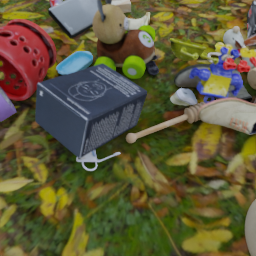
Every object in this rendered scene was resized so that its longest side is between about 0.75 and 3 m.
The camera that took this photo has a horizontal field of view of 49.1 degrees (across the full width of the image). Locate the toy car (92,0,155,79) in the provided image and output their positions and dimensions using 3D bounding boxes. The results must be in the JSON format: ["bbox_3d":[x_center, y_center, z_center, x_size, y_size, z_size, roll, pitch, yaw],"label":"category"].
[{"bbox_3d":[-0.319,-3.319,9.262,2.092,2.651,2.178,3,53,20],"label":"toy car"}]

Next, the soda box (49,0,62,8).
[{"bbox_3d":[-3.040,-5.223,12.127,0.491,0.445,1.403,-17,55,-13],"label":"soda box"}]

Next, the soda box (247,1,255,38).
[{"bbox_3d":[5.231,-4.267,11.292,0.616,0.689,1.947,12,55,6],"label":"soda box"}]

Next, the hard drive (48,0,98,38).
[{"bbox_3d":[-2.011,-4.703,11.543,2.041,0.336,1.424,-40,86,-24],"label":"hard drive"}]

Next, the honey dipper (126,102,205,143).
[{"bbox_3d":[1.171,-0.130,8.502,2.673,0.508,0.508,-20,57,-10],"label":"honey dipper"}]

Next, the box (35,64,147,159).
[{"bbox_3d":[-0.995,-0.601,7.830,1.826,1.317,2.460,36,41,23],"label":"box"}]

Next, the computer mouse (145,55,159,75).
[{"bbox_3d":[0.840,-2.203,10.067,0.599,0.228,0.865,-10,64,-11],"label":"computer mouse"}]

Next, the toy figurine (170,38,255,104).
[{"bbox_3d":[2.432,-1.372,8.045,2.928,1.754,1.545,8,37,-9],"label":"toy figurine"}]

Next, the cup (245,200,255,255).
[{"bbox_3d":[4.207,2.161,5.896,2.786,1.992,2.786,0,54,0],"label":"cup"}]

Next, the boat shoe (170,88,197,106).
[{"bbox_3d":[1.691,-0.911,8.499,0.427,1.378,0.496,-28,72,28],"label":"boat shoe"}]

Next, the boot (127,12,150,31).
[{"bbox_3d":[0.390,-4.373,11.526,0.976,0.455,1.263,10,57,8],"label":"boot"}]

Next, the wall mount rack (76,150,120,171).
[{"bbox_3d":[-0.921,0.544,7.942,1.171,0.502,1.347,3,46,-23],"label":"wall mount rack"}]

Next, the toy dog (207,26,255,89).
[{"bbox_3d":[4.423,-2.672,9.683,1.972,1.440,2.990,-38,63,-25],"label":"toy dog"}]

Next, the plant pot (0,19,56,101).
[{"bbox_3d":[-3.550,-2.279,8.980,2.132,2.132,1.941,17,55,12],"label":"plant pot"}]

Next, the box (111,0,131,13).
[{"bbox_3d":[-0.373,-5.259,12.164,0.937,0.445,0.364,-12,56,-7],"label":"box"}]

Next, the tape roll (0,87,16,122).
[{"bbox_3d":[-3.893,-0.838,8.259,0.524,1.233,1.233,-35,61,-10],"label":"tape roll"}]

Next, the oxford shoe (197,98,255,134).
[{"bbox_3d":[3.179,-0.288,7.954,2.329,0.824,0.860,0,43,8],"label":"oxford shoe"}]

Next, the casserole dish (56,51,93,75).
[{"bbox_3d":[-1.884,-2.257,10.049,0.887,0.284,1.464,27,58,28],"label":"casserole dish"}]

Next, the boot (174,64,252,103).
[{"bbox_3d":[2.782,-1.307,9.165,2.320,0.786,1.516,-6,59,-3],"label":"boot"}]

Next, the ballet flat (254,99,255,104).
[{"bbox_3d":[4.903,-1.566,8.529,0.967,2.840,0.955,33,28,-4],"label":"ballet flat"}]
